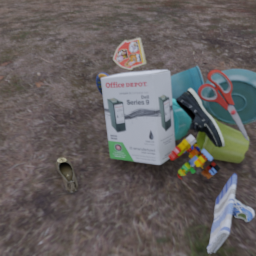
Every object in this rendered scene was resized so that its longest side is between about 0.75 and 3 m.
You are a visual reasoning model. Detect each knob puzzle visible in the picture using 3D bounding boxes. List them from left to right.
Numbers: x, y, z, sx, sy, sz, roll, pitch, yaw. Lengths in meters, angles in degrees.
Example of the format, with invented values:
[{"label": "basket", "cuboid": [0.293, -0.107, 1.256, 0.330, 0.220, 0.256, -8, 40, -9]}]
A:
[{"label": "knob puzzle", "cuboid": [-0.018, -3.243, 12.421, 1.561, 1.561, 0.216, 12, -1, 16]}]

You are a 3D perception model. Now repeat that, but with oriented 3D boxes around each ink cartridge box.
[{"label": "ink cartridge box", "cuboid": [0.351, -0.412, 9.732, 2.178, 2.984, 1.254, 2, 15, 36]}]

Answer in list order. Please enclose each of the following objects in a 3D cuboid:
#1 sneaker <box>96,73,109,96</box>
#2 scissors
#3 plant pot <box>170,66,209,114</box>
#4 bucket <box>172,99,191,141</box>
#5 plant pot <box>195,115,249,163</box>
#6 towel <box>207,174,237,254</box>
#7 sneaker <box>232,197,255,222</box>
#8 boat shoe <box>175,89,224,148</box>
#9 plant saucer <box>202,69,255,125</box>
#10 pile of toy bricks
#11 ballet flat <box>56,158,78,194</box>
[{"label": "sneaker", "cuboid": [-0.619, -1.728, 12.709, 0.827, 2.197, 0.968, -20, 37, 30]}, {"label": "scissors", "cuboid": [3.185, -0.650, 8.516, 2.639, 0.965, 0.184, 39, 12, -17]}, {"label": "plant pot", "cuboid": [2.265, -1.383, 12.453, 2.115, 2.251, 2.251, -13, 36, 9]}, {"label": "bucket", "cuboid": [1.421, -0.243, 10.647, 1.785, 1.785, 1.161, 23, 19, 27]}, {"label": "plant pot", "cuboid": [3.501, 0.557, 10.446, 1.588, 1.727, 1.727, 16, 39, 3]}, {"label": "towel", "cuboid": [2.611, 2.367, 7.768, 0.228, 1.409, 1.918, 19, 48, 11]}, {"label": "sneaker", "cuboid": [3.343, 2.499, 8.717, 1.123, 0.425, 0.433, 25, 40, 31]}, {"label": "boat shoe", "cuboid": [2.273, -0.241, 9.146, 0.757, 0.853, 2.283, -26, 69, -1]}, {"label": "plant saucer", "cuboid": [3.706, -0.933, 9.698, 2.369, 2.369, 0.325, 14, 48, 17]}, {"label": "pile of toy bricks", "cuboid": [1.976, 1.143, 8.761, 1.173, 2.376, 1.318, -42, 69, 6]}, {"label": "ballet flat", "cuboid": [-2.175, 1.588, 9.919, 0.590, 0.406, 1.750, -14, 40, -18]}]
